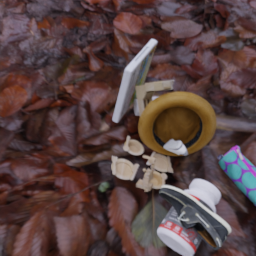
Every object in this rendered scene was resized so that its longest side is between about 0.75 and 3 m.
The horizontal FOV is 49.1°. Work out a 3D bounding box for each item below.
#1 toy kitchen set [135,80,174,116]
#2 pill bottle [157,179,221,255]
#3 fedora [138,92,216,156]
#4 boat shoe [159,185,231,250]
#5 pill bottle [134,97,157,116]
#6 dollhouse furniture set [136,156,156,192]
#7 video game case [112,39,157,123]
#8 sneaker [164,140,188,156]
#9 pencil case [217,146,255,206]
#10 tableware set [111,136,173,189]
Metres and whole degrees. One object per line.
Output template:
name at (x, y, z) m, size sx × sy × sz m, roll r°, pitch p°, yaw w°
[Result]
toy kitchen set at (1.015, -0.950, 8.902) m, size 0.942 × 1.041 × 1.154 m, roll -15°, pitch 10°, yaw -40°
pill bottle at (1.860, 2.607, 8.343) m, size 1.182 × 1.182 × 2.041 m, roll 30°, pitch 61°, yaw 19°
fedora at (1.617, -0.250, 9.477) m, size 2.732 × 2.732 × 1.114 m, roll 3°, pitch 40°, yaw 2°
boat shoe at (1.633, 2.289, 7.385) m, size 2.093 × 0.752 × 0.708 m, roll 36°, pitch 62°, yaw 20°
pill bottle at (0.927, -0.817, 10.719) m, size 1.336 × 0.757 × 0.757 m, roll -4°, pitch 56°, yaw -10°
dollhouse furniture set at (0.492, 1.392, 8.347) m, size 0.454 × 1.026 × 0.532 m, roll 14°, pitch 25°, yaw 21°
video game case at (0.215, -1.643, 9.961) m, size 0.276 × 2.412 × 2.195 m, roll 27°, pitch 49°, yaw 9°
sneaker at (1.549, 0.685, 9.233) m, size 0.458 × 1.137 × 0.434 m, roll 44°, pitch 83°, yaw -13°
pencil case at (3.916, 1.589, 9.149) m, size 0.885 × 0.961 × 2.080 m, roll -23°, pitch 60°, yaw -26°
tableware set at (0.508, 1.218, 9.360) m, size 2.141 × 0.248 × 1.788 m, roll 23°, pitch 40°, yaw -1°
